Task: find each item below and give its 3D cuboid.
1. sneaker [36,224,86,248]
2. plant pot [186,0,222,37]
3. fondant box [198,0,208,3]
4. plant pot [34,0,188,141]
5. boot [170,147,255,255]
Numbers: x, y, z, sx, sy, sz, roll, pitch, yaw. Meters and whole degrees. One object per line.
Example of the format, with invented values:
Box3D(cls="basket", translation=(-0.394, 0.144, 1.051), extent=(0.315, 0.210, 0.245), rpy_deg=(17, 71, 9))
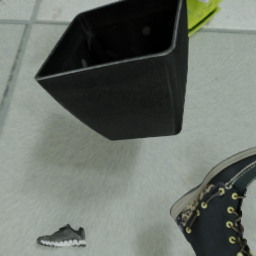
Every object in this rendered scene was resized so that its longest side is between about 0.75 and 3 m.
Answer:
Box3D(cls="sneaker", translation=(-1.525, 2.494, 6.500), extent=(1.125, 0.374, 0.509), rpy_deg=(2, 61, -3))
Box3D(cls="plant pot", translation=(1.905, -4.306, 8.918), extent=(2.123, 1.936, 2.133), rpy_deg=(42, 71, 17))
Box3D(cls="fondant box", translation=(1.347, -2.820, 4.677), extent=(0.380, 1.306, 0.942), rpy_deg=(27, 100, 15))
Box3D(cls="plant pot", translation=(0.092, -0.988, 5.245), extent=(2.250, 2.001, 2.256), rpy_deg=(-6, 44, 23))
Box3D(cls="boot", translation=(1.711, 1.489, 4.420), extent=(0.775, 2.147, 1.622), rpy_deg=(18, 37, -35))
